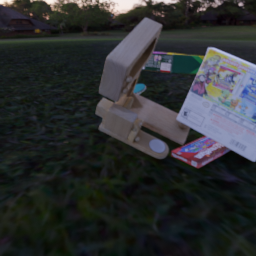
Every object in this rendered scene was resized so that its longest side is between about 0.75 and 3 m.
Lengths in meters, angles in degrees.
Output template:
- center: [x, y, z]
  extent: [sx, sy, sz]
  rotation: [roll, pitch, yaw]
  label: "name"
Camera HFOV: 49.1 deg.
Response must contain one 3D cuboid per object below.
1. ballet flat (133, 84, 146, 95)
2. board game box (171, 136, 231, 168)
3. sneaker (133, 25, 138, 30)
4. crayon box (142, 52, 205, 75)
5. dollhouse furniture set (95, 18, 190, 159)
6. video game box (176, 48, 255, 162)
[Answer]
- center: [0.062, -1.310, 11.165]
  extent: [1.439, 0.500, 0.500]
  rotation: [-28, 31, -21]
  label: "ballet flat"
- center: [2.008, 0.581, 7.414]
  extent: [1.671, 0.162, 0.860]
  rotation: [-18, 29, -38]
  label: "board game box"
- center: [0.229, -2.557, 8.392]
  extent: [0.303, 0.908, 0.487]
  rotation: [2, 0, -8]
  label: "sneaker"
- center: [1.568, -2.178, 9.510]
  extent: [1.853, 0.626, 2.148]
  rotation: [-3, 16, -29]
  label: "crayon box"
- center: [0.733, -0.672, 6.578]
  extent: [2.162, 2.654, 2.524]
  rotation: [27, 47, 6]
  label: "dollhouse furniture set"
- center: [2.611, -0.600, 6.955]
  extent: [2.252, 2.052, 0.527]
  rotation: [31, 30, 20]
  label: "video game box"
